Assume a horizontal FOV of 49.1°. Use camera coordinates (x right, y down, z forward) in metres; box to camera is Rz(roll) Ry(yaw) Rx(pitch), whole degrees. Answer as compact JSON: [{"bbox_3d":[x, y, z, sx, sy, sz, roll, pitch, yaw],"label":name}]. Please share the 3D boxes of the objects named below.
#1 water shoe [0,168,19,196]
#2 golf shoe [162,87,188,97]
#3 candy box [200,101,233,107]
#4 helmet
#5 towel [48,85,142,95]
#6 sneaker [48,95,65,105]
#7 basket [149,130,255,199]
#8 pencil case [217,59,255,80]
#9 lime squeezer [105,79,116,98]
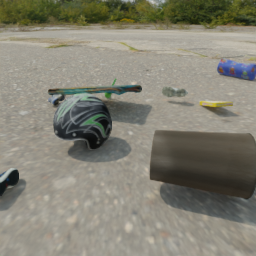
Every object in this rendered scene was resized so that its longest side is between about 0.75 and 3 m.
[{"bbox_3d":[-2.558,1.062,5.564,0.407,0.369,1.031,1,12,7],"label":"water shoe"},{"bbox_3d":[1.817,-1.359,10.835,1.035,0.405,0.503,15,10,34],"label":"golf shoe"},{"bbox_3d":[3.128,-0.875,10.044,0.648,0.167,1.267,-6,9,-10],"label":"candy box"},{"bbox_3d":[-1.192,-0.202,7.215,1.424,1.358,1.424,-16,55,23],"label":"helmet"},{"bbox_3d":[-1.129,-1.348,10.079,2.817,0.306,2.066,1,9,22],"label":"towel"},{"bbox_3d":[-2.731,-1.170,10.708,0.361,0.326,0.846,21,31,13],"label":"sneaker"},{"bbox_3d":[1.333,0.609,5.328,1.753,1.192,1.580,5,6,9],"label":"basket"},{"bbox_3d":[5.748,-3.110,14.773,0.897,0.806,2.064,-27,35,-30],"label":"pencil case"},{"bbox_3d":[-0.715,-1.497,11.330,0.507,0.271,1.436,-48,1,-20],"label":"lime squeezer"}]
